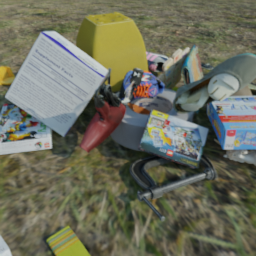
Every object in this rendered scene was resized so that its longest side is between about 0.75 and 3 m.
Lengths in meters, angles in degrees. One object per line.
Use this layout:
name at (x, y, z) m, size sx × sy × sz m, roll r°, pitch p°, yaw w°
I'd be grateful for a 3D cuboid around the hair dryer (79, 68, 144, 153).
hair dryer at (-0.674, -0.461, 7.250) m, size 0.710 × 2.614 × 1.991 m, roll 35°, pitch 29°, yaw 21°

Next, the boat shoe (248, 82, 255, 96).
boat shoe at (4.405, -1.367, 10.856) m, size 2.738 × 0.978 × 0.900 m, roll 26°, pitch 30°, yaw 36°

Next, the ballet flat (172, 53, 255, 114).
ballet flat at (2.162, -0.945, 7.230) m, size 2.716 × 0.915 × 0.865 m, roll -25°, pitch 32°, yaw 58°

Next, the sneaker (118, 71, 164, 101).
sneaker at (0.477, -1.288, 8.753) m, size 0.915 × 0.879 × 2.333 m, roll 26°, pitch 30°, yaw 20°

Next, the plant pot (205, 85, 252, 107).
plant pot at (3.574, -0.875, 9.607) m, size 1.657 × 1.657 × 1.438 m, roll -9°, pitch 50°, yaw -14°

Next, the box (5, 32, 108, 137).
box at (-2.131, -1.353, 8.596) m, size 2.139 × 2.326 × 1.220 m, roll 35°, pitch 20°, yaw -9°

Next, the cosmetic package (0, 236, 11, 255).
cosmetic package at (-2.871, 2.222, 5.349) m, size 0.763 × 0.555 × 1.500 m, roll -28°, pitch 40°, yaw -37°

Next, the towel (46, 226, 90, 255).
towel at (-1.088, 2.454, 5.414) m, size 0.523 × 0.110 × 1.216 m, roll -27°, pitch 41°, yaw -28°

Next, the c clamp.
c clamp at (1.205, 1.251, 7.127) m, size 2.597 × 0.352 × 2.218 m, roll -16°, pitch 28°, yaw -27°

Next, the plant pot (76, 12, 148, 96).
plant pot at (-0.652, -2.849, 10.200) m, size 2.253 × 2.305 × 2.238 m, roll -15°, pitch 37°, yaw -21°

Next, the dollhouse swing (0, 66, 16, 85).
dollhouse swing at (-5.489, -2.374, 12.618) m, size 0.796 × 0.823 × 0.906 m, roll -5°, pitch 25°, yaw 33°

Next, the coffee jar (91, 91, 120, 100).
coffee jar at (-0.692, -1.607, 10.934) m, size 2.210 × 1.152 × 0.943 m, roll 8°, pitch -11°, yaw 12°

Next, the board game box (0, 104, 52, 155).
board game box at (-3.361, -0.105, 9.175) m, size 1.637 × 0.449 × 2.593 m, roll -7°, pitch 32°, yaw -12°

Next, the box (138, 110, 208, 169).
box at (1.221, 0.307, 7.593) m, size 1.655 × 1.130 × 0.312 m, roll 19°, pitch -12°, yaw -1°

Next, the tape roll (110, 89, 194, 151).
tape roll at (0.700, -0.386, 9.193) m, size 2.780 × 0.918 × 2.780 m, roll 0°, pitch 32°, yaw 0°

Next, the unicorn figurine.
unicorn figurine at (3.867, 0.647, 7.506) m, size 2.579 × 0.952 × 1.771 m, roll -12°, pitch 13°, yaw -32°

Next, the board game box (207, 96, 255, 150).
board game box at (3.444, -0.215, 7.730) m, size 2.130 × 0.595 × 2.086 m, roll -1°, pitch 29°, yaw 4°

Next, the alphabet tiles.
alphabet tiles at (1.700, -2.073, 10.629) m, size 0.142 × 1.948 × 1.905 m, roll 40°, pitch 78°, yaw 22°

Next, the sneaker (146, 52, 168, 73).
sneaker at (0.927, -3.032, 13.039) m, size 2.260 × 0.793 × 0.927 m, roll 3°, pitch 40°, yaw -9°

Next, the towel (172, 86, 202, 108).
towel at (1.725, -1.448, 11.543) m, size 1.251 × 0.263 × 2.908 m, roll -13°, pitch 34°, yaw -19°

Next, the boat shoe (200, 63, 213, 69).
boat shoe at (4.025, -3.197, 14.384) m, size 0.758 × 0.234 × 0.284 m, roll 24°, pitch 39°, yaw 34°

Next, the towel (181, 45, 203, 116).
towel at (2.489, -1.853, 10.405) m, size 0.275 × 1.858 × 2.533 m, roll -6°, pitch 29°, yaw 26°
